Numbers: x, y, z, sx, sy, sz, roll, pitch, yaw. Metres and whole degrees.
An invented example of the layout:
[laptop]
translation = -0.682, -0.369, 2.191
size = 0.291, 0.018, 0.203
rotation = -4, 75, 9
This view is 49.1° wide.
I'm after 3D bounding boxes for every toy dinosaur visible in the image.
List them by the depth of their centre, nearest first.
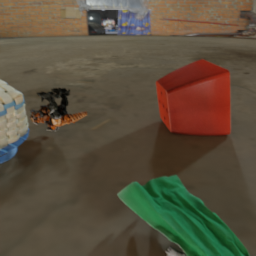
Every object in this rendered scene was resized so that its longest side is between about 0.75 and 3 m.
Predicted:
[toy dinosaur]
translation = -2.381, -0.566, 9.491
size = 2.141, 1.453, 1.094
rotation = -3, 16, 2

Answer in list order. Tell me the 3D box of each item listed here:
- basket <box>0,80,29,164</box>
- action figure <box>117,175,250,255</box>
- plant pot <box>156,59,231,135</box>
[basket]
translation = -3.590, 0.155, 6.827
size = 1.798, 2.585, 2.280
rotation = 28, 32, 18
[action figure]
translation = 1.164, 1.896, 4.995
size = 1.599, 0.740, 2.708
rotation = -14, 34, -32
[plant pot]
translation = 2.200, -0.978, 10.069
size = 2.006, 2.274, 2.276
rotation = -13, 24, -4
